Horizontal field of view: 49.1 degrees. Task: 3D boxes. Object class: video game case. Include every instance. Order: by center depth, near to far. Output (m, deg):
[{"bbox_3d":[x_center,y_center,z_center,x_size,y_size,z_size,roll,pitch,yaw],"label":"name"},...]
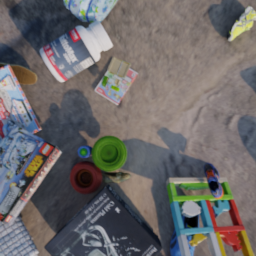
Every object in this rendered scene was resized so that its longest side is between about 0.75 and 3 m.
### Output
[{"bbox_3d":[-0.392,-1.503,9.219,0.900,0.110,1.259,32,84,4],"label":"video game case"}]

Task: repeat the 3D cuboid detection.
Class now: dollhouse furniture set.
[{"bbox_3d":[-0.377,-1.653,8.767,0.617,0.473,0.942,24,90,-1],"label":"dollhouse furniture set"}]

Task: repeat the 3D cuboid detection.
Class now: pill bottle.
[{"bbox_3d":[-1.557,-2.406,8.642,1.992,1.191,1.191,-31,83,2],"label":"pill bottle"}]

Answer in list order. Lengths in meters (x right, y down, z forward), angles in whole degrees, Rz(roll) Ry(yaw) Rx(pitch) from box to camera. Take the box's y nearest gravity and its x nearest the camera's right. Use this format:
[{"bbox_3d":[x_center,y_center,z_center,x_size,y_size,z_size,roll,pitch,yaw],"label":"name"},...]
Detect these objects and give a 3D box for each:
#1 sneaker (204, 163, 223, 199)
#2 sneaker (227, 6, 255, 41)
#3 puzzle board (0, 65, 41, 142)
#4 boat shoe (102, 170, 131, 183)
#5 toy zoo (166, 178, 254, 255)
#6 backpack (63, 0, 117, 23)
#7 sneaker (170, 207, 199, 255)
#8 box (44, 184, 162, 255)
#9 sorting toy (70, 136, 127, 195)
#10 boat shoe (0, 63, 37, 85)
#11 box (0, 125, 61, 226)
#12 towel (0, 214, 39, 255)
[{"bbox_3d":[2.451,1.484,8.095,0.407,0.424,1.082,-26,53,18],"label":"sneaker"},{"bbox_3d":[3.802,-3.403,9.280,0.526,0.519,1.377,38,85,5],"label":"sneaker"},{"bbox_3d":[-3.979,-0.596,8.727,1.681,0.194,2.231,-24,100,-3],"label":"puzzle board"},{"bbox_3d":[-0.381,1.466,8.502,0.979,0.359,0.307,-12,101,25],"label":"boat shoe"},{"bbox_3d":[2.243,2.767,7.626,1.957,0.305,2.982,2,54,-15],"label":"toy zoo"},{"bbox_3d":[-0.947,-4.573,8.753,2.541,2.073,1.954,-36,97,1],"label":"backpack"},{"bbox_3d":[1.684,3.244,8.226,0.680,0.809,2.064,11,84,-1],"label":"sneaker"},{"bbox_3d":[-0.656,3.215,7.925,2.281,1.413,2.242,-44,86,-6],"label":"box"},{"bbox_3d":[-0.930,1.030,8.466,2.050,0.841,1.232,-44,83,5],"label":"sorting toy"},{"bbox_3d":[-3.652,-1.810,9.008,1.515,0.475,0.555,17,109,-6],"label":"boat shoe"},{"bbox_3d":[-3.290,1.261,7.986,1.657,0.483,2.421,25,68,19],"label":"box"},{"bbox_3d":[-4.005,3.408,7.702,2.558,1.095,2.118,-33,67,-25],"label":"towel"}]
